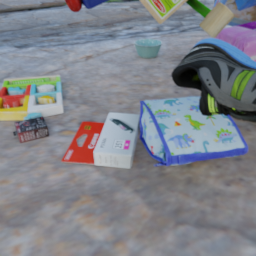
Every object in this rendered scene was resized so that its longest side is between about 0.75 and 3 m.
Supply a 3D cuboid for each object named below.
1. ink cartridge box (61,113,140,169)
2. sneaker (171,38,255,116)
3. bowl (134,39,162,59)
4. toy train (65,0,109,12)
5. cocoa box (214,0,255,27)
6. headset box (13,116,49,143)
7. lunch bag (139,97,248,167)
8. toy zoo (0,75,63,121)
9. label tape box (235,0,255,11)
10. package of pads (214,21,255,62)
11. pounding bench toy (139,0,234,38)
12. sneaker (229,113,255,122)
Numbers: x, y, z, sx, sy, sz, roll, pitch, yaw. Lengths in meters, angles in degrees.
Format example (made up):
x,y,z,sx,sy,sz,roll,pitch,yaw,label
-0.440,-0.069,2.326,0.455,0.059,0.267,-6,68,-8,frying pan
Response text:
x,y,z,sx,sy,sz,roll,pitch,yaw,label
-0.566,0.198,6.547,1.538,0.386,1.772,5,32,6,ink cartridge box
1.446,-0.383,3.524,0.995,0.851,2.401,-39,43,-6,sneaker
0.850,-3.399,12.130,1.197,0.626,1.197,1,32,0,bowl
-0.344,-1.039,1.529,0.344,0.470,0.812,-29,55,-8,toy train
4.020,-4.170,9.041,2.135,1.424,1.401,13,69,-1,cocoa box
-2.407,0.041,6.870,0.787,0.295,0.585,-15,35,-22,headset box
1.231,0.143,5.833,1.641,1.230,1.930,-7,23,-11,lunch bag
-2.919,-0.902,8.398,1.852,0.289,2.823,-7,32,-11,toy zoo
4.233,-3.973,6.829,2.919,0.965,2.091,-18,9,15,label tape box
3.884,-2.425,7.897,2.653,1.004,1.598,-16,35,-9,package of pads
1.105,-3.107,6.068,1.563,2.515,1.962,-39,14,21,pounding bench toy
3.533,-0.610,7.186,1.055,1.109,2.798,-19,35,-25,sneaker
